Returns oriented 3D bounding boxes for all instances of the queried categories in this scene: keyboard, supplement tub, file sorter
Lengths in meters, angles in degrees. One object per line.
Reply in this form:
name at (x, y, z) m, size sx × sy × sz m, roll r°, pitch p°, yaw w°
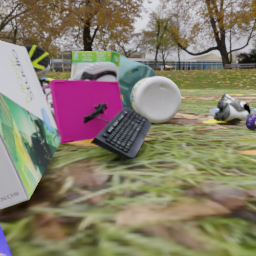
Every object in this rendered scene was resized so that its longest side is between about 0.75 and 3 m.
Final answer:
keyboard at (-0.227, -0.081, 5.031) m, size 1.171 × 0.190 × 1.842 m, roll 23°, pitch 22°, yaw 5°
supplement tub at (0.820, -0.946, 9.148) m, size 1.398 × 1.398 × 1.928 m, roll -1°, pitch 9°, yaw -6°
file sorter at (-1.053, -0.311, 5.904) m, size 1.042 × 1.154 × 1.661 m, roll -9°, pitch -1°, yaw 44°

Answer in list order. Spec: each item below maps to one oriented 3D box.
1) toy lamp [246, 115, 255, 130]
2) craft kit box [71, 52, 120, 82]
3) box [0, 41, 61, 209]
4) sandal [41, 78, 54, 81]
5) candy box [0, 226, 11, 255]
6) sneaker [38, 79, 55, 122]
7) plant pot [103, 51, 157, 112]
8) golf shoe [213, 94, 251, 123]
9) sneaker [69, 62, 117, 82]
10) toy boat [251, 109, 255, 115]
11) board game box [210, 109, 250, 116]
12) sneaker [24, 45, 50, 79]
toy lamp at (3.429, -0.041, 6.562) m, size 0.467 × 0.467 × 1.605 m, roll -2°, pitch 11°, yaw -11°
craft kit box at (-1.216, -1.559, 9.581) m, size 2.065 × 2.039 × 0.501 m, roll 15°, pitch 15°, yaw 41°
box at (-1.459, -0.248, 3.549) m, size 0.419 × 1.665 × 2.307 m, roll -19°, pitch 14°, yaw 0°
sandal at (-3.135, -0.992, 8.728) m, size 1.239 × 1.131 × 2.845 m, roll 12°, pitch 19°, yaw 6°
candy box at (-0.986, 0.862, 1.527) m, size 0.668 × 0.304 × 0.790 m, roll -7°, pitch 11°, yaw -32°
sneaker at (-2.073, -0.605, 7.434) m, size 0.596 × 0.811 × 1.792 m, roll -11°, pitch 45°, yaw -35°
plant pot at (-0.220, -1.726, 11.344) m, size 2.560 × 2.560 × 2.508 m, roll -6°, pitch 20°, yaw -30°
golf shoe at (3.365, -0.543, 8.952) m, size 1.022 × 0.841 × 2.162 m, roll 14°, pitch 21°, yaw 19°
sneaker at (-1.102, -0.749, 8.165) m, size 1.041 × 1.592 × 2.770 m, roll -5°, pitch -6°, yaw -30°
toy boat at (4.841, -0.577, 9.757) m, size 0.998 × 0.464 × 0.839 m, roll -1°, pitch 9°, yaw -4°
board game box at (3.794, -0.577, 10.486) m, size 1.022 × 0.223 × 1.027 m, roll -4°, pitch 10°, yaw -20°
sneaker at (-3.528, -1.452, 7.742) m, size 2.796 × 1.054 × 1.068 m, roll -10°, pitch -10°, yaw -11°
